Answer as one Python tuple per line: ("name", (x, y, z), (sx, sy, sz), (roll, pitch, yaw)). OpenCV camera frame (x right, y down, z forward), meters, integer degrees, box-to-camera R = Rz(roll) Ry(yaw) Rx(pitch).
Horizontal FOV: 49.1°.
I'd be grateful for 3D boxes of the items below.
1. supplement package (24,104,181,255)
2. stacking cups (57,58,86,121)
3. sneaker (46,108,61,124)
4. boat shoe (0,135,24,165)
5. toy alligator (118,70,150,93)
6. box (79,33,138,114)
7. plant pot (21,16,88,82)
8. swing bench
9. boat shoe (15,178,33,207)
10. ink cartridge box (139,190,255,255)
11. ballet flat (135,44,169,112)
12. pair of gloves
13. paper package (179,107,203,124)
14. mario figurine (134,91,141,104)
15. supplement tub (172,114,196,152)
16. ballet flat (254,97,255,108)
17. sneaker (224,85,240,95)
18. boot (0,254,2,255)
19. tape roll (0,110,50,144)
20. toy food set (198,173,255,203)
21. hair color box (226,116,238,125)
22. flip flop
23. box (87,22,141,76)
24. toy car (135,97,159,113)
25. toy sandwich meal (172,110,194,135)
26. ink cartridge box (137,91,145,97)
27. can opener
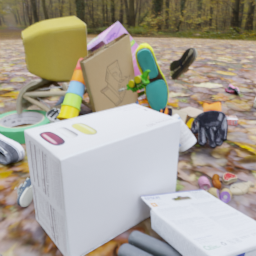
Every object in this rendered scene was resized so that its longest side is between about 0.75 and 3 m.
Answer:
("supplement package", (-0.449, 0.937, 6.115), (2.874, 2.238, 1.593), (-17, 28, -36))
("stacking cups", (-1.760, -1.302, 9.672), (0.703, 2.324, 0.703), (15, -14, 4))
("sneaker", (-2.153, 0.011, 10.040), (1.767, 0.716, 0.664), (35, 54, 15))
("boat shoe", (-4.315, 0.637, 8.847), (2.181, 0.782, 0.739), (19, 28, 24))
("toy alligator", (0.221, -1.234, 8.301), (0.421, 0.386, 1.421), (-21, -5, -43))
("box", (-0.562, -1.665, 10.429), (0.315, 2.958, 2.418), (22, 50, 33))
("plant pot", (-2.964, -3.102, 11.146), (2.279, 2.213, 2.228), (-9, 31, -18))
("swing bench", (-2.819, -1.419, 11.753), (2.621, 1.700, 2.607), (16, 25, 5))
("boat shoe", (-2.554, 1.567, 6.976), (0.360, 0.436, 1.165), (2, 22, 0))
("ink cartridge box", (1.525, 1.908, 5.537), (2.039, 0.415, 2.043), (4, 14, -34))
("ballet flat", (0.971, -2.024, 11.202), (0.962, 2.879, 0.965), (-16, 32, 9))
("pair of gloves", (2.080, -0.053, 9.871), (2.717, 0.336, 2.421), (-4, 40, 16))
("paper package", (2.602, -0.476, 11.720), (0.947, 0.490, 0.902), (-18, 29, -38))
("mario figurine", (0.033, -1.278, 13.709), (1.036, 0.889, 1.678), (47, 52, 12))
("supplement tub", (1.626, 0.170, 9.131), (0.717, 1.087, 0.717), (-37, 1, 1))
("ballet flat", (6.395, -1.140, 12.926), (0.843, 0.838, 2.465), (-12, 24, -4))
("sneaker", (5.806, -2.056, 15.696), (0.531, 0.440, 1.114), (-26, 26, -2))
("boot", (-3.463, 1.925, 5.190), (2.814, 0.982, 1.853), (2, 30, 0))
("tape roll", (-4.034, -0.091, 10.722), (2.241, 0.539, 2.241), (0, 24, 0))
("toy food set", (2.422, 1.493, 7.362), (1.669, 0.263, 1.061), (-17, 28, -34))
("hair color box", (4.086, -0.321, 11.650), (0.819, 0.262, 0.454), (4, 23, 7))
("flip flop", (2.102, -2.362, 10.499), (0.531, 0.748, 1.844), (-3, -18, -24))
("box", (-0.522, -2.847, 12.378), (2.334, 2.654, 1.283), (-11, 41, 54))
("toy car", (0.577, -0.529, 11.293), (1.371, 0.930, 2.795), (4, 23, 9))
("toy sandwich meal", (1.751, -0.124, 10.679), (1.872, 0.641, 1.872), (0, 23, 0))
("ink cartridge box", (0.945, -1.391, 12.488), (1.421, 0.538, 1.050), (-20, -5, 5))
("can opener", (1.129, 2.368, 4.613), (2.815, 0.936, 0.741), (9, 24, 32))
